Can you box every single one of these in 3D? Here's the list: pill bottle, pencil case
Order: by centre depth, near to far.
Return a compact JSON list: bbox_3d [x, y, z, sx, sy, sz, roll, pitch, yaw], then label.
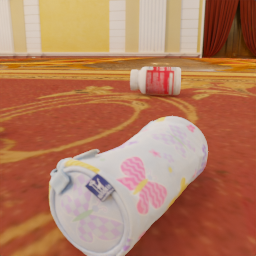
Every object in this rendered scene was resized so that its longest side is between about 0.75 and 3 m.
[{"bbox_3d":[0.176,0.575,3.679,1.135,1.040,2.502,36,30,21],"label":"pencil case"},{"bbox_3d":[1.157,-1.987,11.767,2.041,1.146,1.146,3,17,7],"label":"pill bottle"}]
